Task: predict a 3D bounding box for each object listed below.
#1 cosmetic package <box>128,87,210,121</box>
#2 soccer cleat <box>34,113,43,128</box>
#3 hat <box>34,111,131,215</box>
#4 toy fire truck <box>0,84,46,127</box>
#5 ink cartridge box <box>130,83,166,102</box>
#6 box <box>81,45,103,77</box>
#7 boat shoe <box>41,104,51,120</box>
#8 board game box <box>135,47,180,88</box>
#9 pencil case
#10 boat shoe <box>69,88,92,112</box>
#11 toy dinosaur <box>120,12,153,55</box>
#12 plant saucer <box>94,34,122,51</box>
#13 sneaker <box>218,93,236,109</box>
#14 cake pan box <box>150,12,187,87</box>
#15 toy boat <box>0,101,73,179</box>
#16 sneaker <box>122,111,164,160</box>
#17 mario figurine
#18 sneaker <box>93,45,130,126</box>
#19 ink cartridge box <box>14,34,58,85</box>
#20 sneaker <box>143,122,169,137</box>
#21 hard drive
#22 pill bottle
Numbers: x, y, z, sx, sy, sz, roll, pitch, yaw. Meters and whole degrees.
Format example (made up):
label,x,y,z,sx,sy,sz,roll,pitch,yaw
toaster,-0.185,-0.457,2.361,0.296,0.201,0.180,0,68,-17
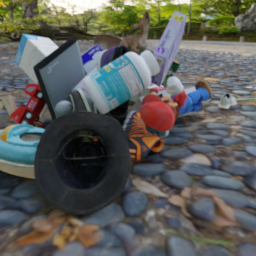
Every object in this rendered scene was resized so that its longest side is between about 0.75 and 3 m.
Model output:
label,x,y,z,sx,sy,sz,roll,pitch,yaw
cosmetic package,1.573,-0.856,10.772,2.945,0.746,1.216,-13,-20,-27
soccer cleat,-3.573,-0.164,10.165,0.455,0.565,1.327,6,22,22
hat,-1.023,0.849,6.615,2.423,0.977,2.423,-1,65,2
toy fire truck,-3.839,-0.580,9.497,1.634,2.317,0.565,25,-6,12
ink cartridge box,1.141,-1.718,13.594,1.553,0.882,2.131,-19,29,-39
box,-1.417,-1.954,11.463,1.151,2.193,2.017,-45,20,-24
boat shoe,-2.739,-0.804,10.563,0.721,1.692,0.625,34,43,-15
board game box,0.827,-2.361,10.451,1.993,1.044,0.234,26,27,2
pencil case,-0.944,-1.682,9.984,0.978,1.067,2.352,35,65,11
boat shoe,-1.280,0.002,7.991,0.868,1.028,2.883,-23,55,-7
toy dinosaur,0.142,-2.928,9.591,1.939,1.314,0.832,-25,-11,22
plant saucer,-0.369,-2.861,12.337,2.942,2.942,0.538,19,72,39
sneaker,4.665,-1.332,12.943,0.547,0.664,1.444,16,27,33
cake pan box,1.277,-2.479,9.146,0.494,1.738,1.887,26,-15,9
toy boat,-2.536,0.222,8.118,2.513,1.389,2.990,9,24,23
sneaker,0.469,0.311,8.779,1.371,0.949,2.447,9,33,11
mario figurine,1.314,-0.867,8.510,2.613,1.613,1.385,-20,27,-38
sneaker,-0.384,-1.127,8.922,1.117,2.950,1.292,-5,4,-31
ink cartridge box,-3.029,-2.363,10.173,1.833,1.148,1.178,44,29,24
sneaker,1.140,-0.057,9.808,0.889,0.542,1.362,-14,20,-32
hard drive,-2.159,-1.420,9.693,0.438,2.661,1.857,19,51,24
pill bottle,-0.162,-1.340,7.801,2.038,1.129,1.129,-31,27,-4
